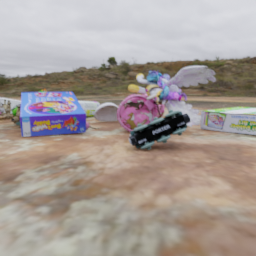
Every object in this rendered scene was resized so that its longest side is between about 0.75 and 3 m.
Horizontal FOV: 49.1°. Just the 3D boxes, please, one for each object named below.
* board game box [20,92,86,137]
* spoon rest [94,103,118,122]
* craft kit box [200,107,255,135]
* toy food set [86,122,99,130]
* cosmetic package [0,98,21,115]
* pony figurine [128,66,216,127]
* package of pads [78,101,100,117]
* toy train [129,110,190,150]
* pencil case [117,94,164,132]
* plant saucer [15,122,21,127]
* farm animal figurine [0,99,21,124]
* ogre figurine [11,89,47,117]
[{"bbox_3d":[-2.431,-0.532,8.809,1.756,0.585,2.612,-3,22,-18],"label":"board game box"},{"bbox_3d":[-0.436,-0.587,11.067,1.972,0.598,0.980,-3,-36,-37],"label":"spoon rest"},{"bbox_3d":[4.339,-0.255,8.909,2.967,0.720,2.930,-8,13,-44],"label":"craft kit box"},{"bbox_3d":[-1.724,-0.060,8.924,1.473,0.232,0.936,-6,10,-35],"label":"toy food set"},{"bbox_3d":[-5.291,-0.919,12.478,1.064,0.653,2.579,4,1,9],"label":"cosmetic package"},{"bbox_3d":[1.165,-1.019,7.964,2.017,1.740,2.089,1,21,-19],"label":"pony figurine"},{"bbox_3d":[-2.621,-0.917,13.060,2.152,0.734,1.663,4,5,30],"label":"package of pads"},{"bbox_3d":[0.664,0.046,6.126,1.395,0.594,0.795,-24,0,-2],"label":"toy train"},{"bbox_3d":[0.521,-0.569,9.249,1.223,1.170,2.826,16,10,9],"label":"pencil case"},{"bbox_3d":[-3.302,-0.209,9.504,0.965,0.173,0.965,-17,1,0],"label":"plant saucer"},{"bbox_3d":[-4.099,-0.486,9.901,1.311,0.659,1.059,12,22,-15],"label":"farm animal figurine"},{"bbox_3d":[-3.422,-0.789,10.919,2.131,1.046,1.278,-10,34,39],"label":"ogre figurine"}]
